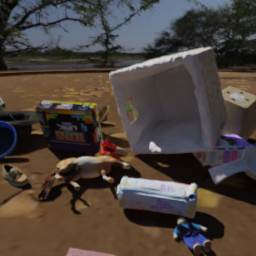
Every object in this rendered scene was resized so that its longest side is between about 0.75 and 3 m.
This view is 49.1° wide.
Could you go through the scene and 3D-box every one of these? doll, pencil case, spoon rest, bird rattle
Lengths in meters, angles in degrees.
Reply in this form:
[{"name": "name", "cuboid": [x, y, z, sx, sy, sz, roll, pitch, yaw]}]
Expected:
[{"name": "doll", "cuboid": [1.232, 2.063, 5.465, 0.694, 0.247, 1.017, -12, 12, -13]}, {"name": "pencil case", "cuboid": [0.669, 1.549, 6.303, 1.787, 0.743, 0.810, 4, -8, 15]}, {"name": "spoon rest", "cuboid": [3.207, 1.059, 7.634, 2.164, 1.075, 0.656, -7, -25, -31]}, {"name": "bird rattle", "cuboid": [-0.474, 0.683, 8.498, 0.957, 0.661, 1.174, 11, -25, -18]}]

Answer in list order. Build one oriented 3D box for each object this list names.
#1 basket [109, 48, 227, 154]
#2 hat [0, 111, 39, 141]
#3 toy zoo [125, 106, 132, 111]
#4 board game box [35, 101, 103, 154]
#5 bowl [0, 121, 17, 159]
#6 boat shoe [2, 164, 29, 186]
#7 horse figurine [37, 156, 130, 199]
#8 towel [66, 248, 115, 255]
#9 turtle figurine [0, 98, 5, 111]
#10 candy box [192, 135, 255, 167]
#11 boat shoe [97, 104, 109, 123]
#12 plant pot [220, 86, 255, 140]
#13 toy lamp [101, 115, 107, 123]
[{"name": "basket", "cuboid": [1.489, -0.936, 9.308, 2.992, 2.965, 2.406, -5, 20, 37]}, {"name": "hat", "cuboid": [-4.708, -0.031, 11.319, 2.555, 1.031, 2.555, 6, 17, -2]}, {"name": "toy zoo", "cuboid": [0.506, -0.927, 13.535, 1.855, 0.190, 1.217, 1, -1, -6]}, {"name": "board game box", "cuboid": [-2.034, -0.034, 9.869, 2.105, 1.740, 0.597, 4, 33, 16]}, {"name": "bowl", "cuboid": [-4.456, 0.439, 9.468, 1.390, 1.390, 0.273, 0, -27, -1]}, {"name": "boat shoe", "cuboid": [-3.169, 1.299, 7.772, 1.096, 0.364, 0.406, 12, 31, 34]}, {"name": "horse figurine", "cuboid": [-1.149, 1.180, 7.638, 2.654, 0.663, 1.759, -10, 10, -18]}, {"name": "towel", "cuboid": [-0.649, 2.471, 4.251, 1.069, 0.169, 1.483, 5, 19, 9]}, {"name": "turtle figurine", "cuboid": [-5.260, -0.576, 12.685, 1.742, 1.293, 1.797, 7, 21, 6]}, {"name": "candy box", "cuboid": [3.107, 0.724, 9.366, 1.713, 0.613, 1.437, -2, 16, -6]}, {"name": "boat shoe", "cuboid": [-1.620, -0.516, 11.813, 0.789, 0.841, 2.337, 35, -29, -23]}, {"name": "plant pot", "cuboid": [3.988, -0.549, 10.772, 1.777, 1.575, 1.779, 30, 42, 30]}, {"name": "toy lamp", "cuboid": [-2.316, -0.559, 13.579, 2.618, 0.762, 0.762, 2, 16, 2]}]
